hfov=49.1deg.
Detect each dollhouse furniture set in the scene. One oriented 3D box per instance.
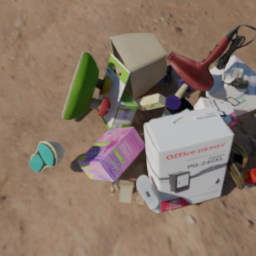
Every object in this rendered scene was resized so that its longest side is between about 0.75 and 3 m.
[{"bbox_3d":[0.015,1.722,8.823,1.085,0.621,1.272,7,23,0],"label":"dollhouse furniture set"}]

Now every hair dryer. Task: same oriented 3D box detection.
[{"bbox_3d":[2.479,-2.087,8.601,2.625,1.999,0.713,-4,27,1],"label":"hair dryer"}]

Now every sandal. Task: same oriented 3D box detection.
[{"bbox_3d":[3.422,0.834,8.939,0.694,1.039,2.543,-20,25,22],"label":"sandal"}]

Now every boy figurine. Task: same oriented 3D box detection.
[{"bbox_3d":[0.478,-2.279,11.160,2.489,0.802,1.548,8,86,-1],"label":"boy figurine"}]

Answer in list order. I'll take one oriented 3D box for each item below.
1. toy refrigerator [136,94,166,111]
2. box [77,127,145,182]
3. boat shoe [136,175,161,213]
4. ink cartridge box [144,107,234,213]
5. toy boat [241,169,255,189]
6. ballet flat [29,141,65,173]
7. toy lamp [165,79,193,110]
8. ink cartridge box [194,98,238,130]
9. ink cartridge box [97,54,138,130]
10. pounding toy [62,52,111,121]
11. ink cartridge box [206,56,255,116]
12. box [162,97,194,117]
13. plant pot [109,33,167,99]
[{"bbox_3d":[0.753,-0.838,9.464,0.992,0.377,0.347,-9,66,43],"label":"toy refrigerator"},{"bbox_3d":[-0.518,0.782,8.522,1.581,1.390,0.764,-47,113,-30],"label":"box"},{"bbox_3d":[0.603,1.844,7.815,0.437,0.399,1.215,-33,39,-2],"label":"boat shoe"},{"bbox_3d":[1.669,1.006,8.166,2.065,2.844,1.186,-13,43,-6],"label":"ink cartridge box"},{"bbox_3d":[4.788,1.505,9.167,2.466,1.146,2.073,-6,66,-12],"label":"toy boat"},{"bbox_3d":[-2.232,0.742,7.982,0.783,2.253,0.783,10,70,-30],"label":"ballet flat"},{"bbox_3d":[1.812,-1.247,9.563,0.559,0.559,1.919,28,39,14],"label":"toy lamp"},{"bbox_3d":[2.770,-0.441,8.892,1.133,0.478,0.820,8,50,-16],"label":"ink cartridge box"},{"bbox_3d":[-0.291,-1.193,9.655,0.812,2.145,1.585,3,33,-31],"label":"ink cartridge box"},{"bbox_3d":[-1.208,-1.127,9.215,1.327,2.860,2.208,18,84,-11],"label":"pounding toy"},{"bbox_3d":[3.883,-1.478,10.165,1.696,1.238,1.244,27,58,-25],"label":"ink cartridge box"},{"bbox_3d":[1.906,0.030,9.612,0.923,1.463,1.488,-30,66,-20],"label":"box"},{"bbox_3d":[0.442,-2.304,9.748,1.487,1.678,1.680,-24,63,-7],"label":"plant pot"}]
